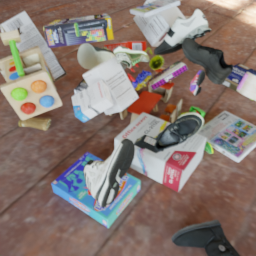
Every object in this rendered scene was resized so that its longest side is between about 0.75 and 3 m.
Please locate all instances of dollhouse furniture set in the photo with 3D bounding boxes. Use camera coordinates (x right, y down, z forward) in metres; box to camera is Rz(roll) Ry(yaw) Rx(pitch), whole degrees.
[{"bbox_3d":[0.992,-1.393,12.403,2.931,1.510,2.899,18,43,20],"label":"dollhouse furniture set"}]

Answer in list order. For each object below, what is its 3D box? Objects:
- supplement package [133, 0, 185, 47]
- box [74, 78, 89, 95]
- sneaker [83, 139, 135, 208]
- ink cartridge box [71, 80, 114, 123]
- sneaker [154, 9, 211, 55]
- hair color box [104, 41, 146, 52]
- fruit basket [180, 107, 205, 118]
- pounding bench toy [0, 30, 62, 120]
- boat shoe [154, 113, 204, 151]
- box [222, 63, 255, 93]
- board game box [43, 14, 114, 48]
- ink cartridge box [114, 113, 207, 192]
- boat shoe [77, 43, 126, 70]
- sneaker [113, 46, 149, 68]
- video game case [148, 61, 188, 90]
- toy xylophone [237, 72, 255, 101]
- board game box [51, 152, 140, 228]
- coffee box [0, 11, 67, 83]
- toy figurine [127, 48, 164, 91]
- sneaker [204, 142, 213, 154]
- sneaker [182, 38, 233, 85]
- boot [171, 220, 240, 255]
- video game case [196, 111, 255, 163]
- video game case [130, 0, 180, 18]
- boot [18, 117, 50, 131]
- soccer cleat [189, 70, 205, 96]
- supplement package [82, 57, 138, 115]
[{"bbox_3d":[1.709,-4.870,13.248,2.237,1.240,1.742,-15,69,-46],"label":"supplement package"},{"bbox_3d":[-1.312,-1.924,13.782,2.163,0.538,1.705,13,42,14],"label":"box"},{"bbox_3d":[-0.648,0.976,7.323,1.168,2.031,0.766,36,25,31],"label":"sneaker"},{"bbox_3d":[-1.000,-0.744,7.777,1.031,0.443,0.755,-27,54,13],"label":"ink cartridge box"},{"bbox_3d":[2.079,-3.928,11.658,2.590,1.146,0.960,-22,-4,36],"label":"sneaker"},{"bbox_3d":[-0.169,-3.573,12.786,1.022,0.617,2.014,-12,17,-31],"label":"hair color box"},{"bbox_3d":[2.647,-0.410,11.713,0.959,0.959,0.691,-23,45,-25],"label":"fruit basket"},{"bbox_3d":[-3.116,-1.602,8.435,1.360,2.189,1.708,-22,49,-6],"label":"pounding bench toy"},{"bbox_3d":[1.326,0.180,7.826,0.682,1.824,0.605,50,51,-9],"label":"boat shoe"},{"bbox_3d":[6.005,-2.782,14.934,2.560,0.415,1.551,-26,47,-29],"label":"box"},{"bbox_3d":[-1.871,-3.902,11.105,2.400,0.823,2.904,-10,25,-2],"label":"board game box"},{"bbox_3d":[1.117,0.763,10.141,2.712,1.123,1.976,24,46,26],"label":"ink cartridge box"},{"bbox_3d":[-1.128,-2.718,11.120,0.814,0.973,2.723,0,21,-40],"label":"boat shoe"},{"bbox_3d":[0.089,-1.954,8.086,1.183,0.524,0.455,4,-6,-30],"label":"sneaker"},{"bbox_3d":[1.427,-1.991,10.525,1.447,0.259,1.311,-31,17,8],"label":"video game case"},{"bbox_3d":[4.236,-1.145,8.239,1.769,1.295,0.444,30,23,-5],"label":"toy xylophone"},{"bbox_3d":[-1.036,1.929,9.225,2.337,0.526,1.777,24,46,26],"label":"board game box"},{"bbox_3d":[-3.758,-2.987,11.204,1.084,2.715,1.535,-37,20,-14],"label":"coffee box"},{"bbox_3d":[0.460,-1.999,10.589,0.945,1.073,1.791,40,76,7],"label":"toy figurine"},{"bbox_3d":[2.812,0.680,10.873,0.493,0.437,1.179,-35,47,-13],"label":"sneaker"},{"bbox_3d":[3.082,-2.754,10.752,2.283,1.036,0.867,42,58,2],"label":"sneaker"},{"bbox_3d":[2.215,3.493,7.376,1.561,0.622,1.894,-13,46,-12],"label":"boot"},{"bbox_3d":[4.181,0.263,11.418,2.255,0.267,2.052,-30,49,-32],"label":"video game case"},{"bbox_3d":[1.002,-4.701,10.951,1.478,0.179,1.624,-23,32,-8],"label":"video game case"},{"bbox_3d":[-3.933,-0.366,12.080,1.244,0.411,1.089,5,53,8],"label":"boot"},{"bbox_3d":[2.614,-1.775,10.747,0.439,1.286,0.471,-36,63,-18],"label":"soccer cleat"},{"bbox_3d":[-0.541,-1.276,8.659,0.876,1.462,0.887,-41,19,-34],"label":"supplement package"}]
